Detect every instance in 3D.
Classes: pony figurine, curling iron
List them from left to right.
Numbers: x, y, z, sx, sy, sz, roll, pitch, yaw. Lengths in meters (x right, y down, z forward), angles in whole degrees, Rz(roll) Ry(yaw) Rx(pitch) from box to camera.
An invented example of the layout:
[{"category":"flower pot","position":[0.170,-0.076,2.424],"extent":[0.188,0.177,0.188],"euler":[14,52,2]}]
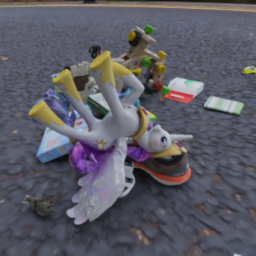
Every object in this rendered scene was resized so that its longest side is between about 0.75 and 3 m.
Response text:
[{"category":"curling iron","position":[-1.078,-2.092,10.471],"extent":[0.511,2.061,0.263],"euler":[-6,16,13]},{"category":"pony figurine","position":[-0.450,0.182,5.487],"extent":[2.704,2.802,2.333],"euler":[-33,34,17]}]

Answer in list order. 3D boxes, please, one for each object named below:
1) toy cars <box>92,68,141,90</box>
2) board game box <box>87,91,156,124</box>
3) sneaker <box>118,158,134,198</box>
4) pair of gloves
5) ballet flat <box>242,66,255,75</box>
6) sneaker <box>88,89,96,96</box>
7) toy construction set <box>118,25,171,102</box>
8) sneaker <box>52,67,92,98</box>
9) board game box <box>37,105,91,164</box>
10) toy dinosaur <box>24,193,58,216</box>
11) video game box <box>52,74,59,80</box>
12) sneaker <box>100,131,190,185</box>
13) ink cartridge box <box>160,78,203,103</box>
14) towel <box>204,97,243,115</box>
[{"category":"toy cars","position":[-0.457,-1.769,11.228],"extent":[2.308,0.511,1.035],"euler":[-30,28,-21]},{"category":"board game box","position":[-0.222,-0.586,8.973],"extent":[1.915,0.279,1.289],"euler":[35,35,30]},{"category":"sneaker","position":[-0.135,1.160,6.117],"extent":[0.484,0.522,1.288],"euler":[18,22,-1]},{"category":"pair of gloves","position":[-1.128,-1.435,9.499],"extent":[2.118,1.801,0.371],"euler":[-17,39,-30]},{"category":"ballet flat","position":[5.837,-2.766,13.353],"extent":[0.952,0.319,0.318],"euler":[-14,32,-23]},{"category":"sneaker","position":[-1.498,-1.224,10.704],"extent":[0.995,0.361,0.567],"euler":[0,-10,34]},{"category":"toy construction set","position":[0.661,-2.859,11.043],"extent":[2.412,2.222,2.892],"euler":[20,24,-11]},{"category":"sneaker","position":[-1.927,-1.773,10.106],"extent":[0.828,0.956,2.308],"euler":[-3,21,19]},{"category":"board game box","position":[-1.713,0.112,7.783],"extent":[1.364,0.330,1.803],"euler":[-22,28,8]},{"category":"toy dinosaur","position":[-1.732,1.614,5.715],"extent":[0.806,0.310,0.412],"euler":[32,65,18]},{"category":"video game box","position":[-2.599,-1.917,11.528],"extent":[0.763,0.196,0.837],"euler":[-24,66,-40]},{"category":"sneaker","position":[0.261,0.382,6.826],"extent":[2.711,1.110,1.045],"euler":[17,45,25]},{"category":"ink cartridge box","position":[2.128,-1.525,11.140],"extent":[1.229,0.382,1.527],"euler":[18,33,29]},{"category":"towel","position":[3.424,-0.768,10.028],"extent":[1.214,0.186,0.906],"euler":[17,36,24]}]
